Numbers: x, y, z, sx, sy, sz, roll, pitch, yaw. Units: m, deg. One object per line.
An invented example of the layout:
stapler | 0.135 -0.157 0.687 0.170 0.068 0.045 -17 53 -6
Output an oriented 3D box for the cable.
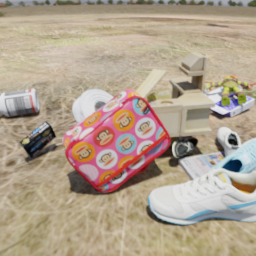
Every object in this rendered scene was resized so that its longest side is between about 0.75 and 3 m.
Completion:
cable | -0.934 -0.458 9.316 1.776 0.615 1.776 3 58 -39

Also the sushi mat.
sushi mat | 0.307 -0.976 8.542 2.088 0.126 0.999 -49 22 -2

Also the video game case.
video game case | 2.653 1.248 8.808 1.762 0.159 1.262 -8 29 -14

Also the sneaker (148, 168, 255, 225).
sneaker | 1.957 1.628 7.018 2.948 1.191 1.128 -2 30 -3

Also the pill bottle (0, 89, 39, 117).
pill bottle | -4.858 -1.055 12.096 1.807 1.047 1.047 -9 30 -10

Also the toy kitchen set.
toy kitchen set | 1.294 -1.289 9.446 2.453 2.218 2.719 -5 26 -9

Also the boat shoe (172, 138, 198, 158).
boat shoe | 1.842 0.600 9.055 0.468 0.497 1.385 -17 1 37

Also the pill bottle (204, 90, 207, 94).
pill bottle | 3.290 -1.807 13.930 0.671 0.671 1.175 -17 33 -29

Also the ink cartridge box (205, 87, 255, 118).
ink cartridge box | 4.305 -1.151 12.875 2.000 0.434 1.981 -22 34 -22

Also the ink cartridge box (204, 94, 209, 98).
ink cartridge box | 2.919 -1.021 12.031 0.661 0.897 0.649 -8 34 -22

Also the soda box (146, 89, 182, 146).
soda box | 1.268 -0.327 9.832 0.620 1.937 0.656 -13 -2 -24

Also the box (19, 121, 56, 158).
box | -2.957 0.393 9.248 0.256 0.883 1.111 39 67 19

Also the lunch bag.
lunch bag | -0.229 0.499 7.775 2.626 2.313 1.076 -38 29 -1

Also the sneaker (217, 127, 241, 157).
sneaker | 3.480 0.389 9.470 0.656 0.636 1.797 3 31 1

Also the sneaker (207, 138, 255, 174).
sneaker | 3.224 0.954 7.793 2.175 0.891 0.804 -36 78 -8

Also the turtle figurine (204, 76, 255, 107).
turtle figurine | 4.744 -1.830 12.673 2.567 0.827 2.070 4 38 4
